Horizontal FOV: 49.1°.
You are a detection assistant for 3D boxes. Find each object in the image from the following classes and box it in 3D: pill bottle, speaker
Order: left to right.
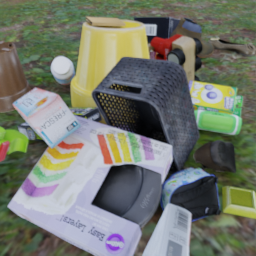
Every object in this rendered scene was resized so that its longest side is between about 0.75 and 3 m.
[{"bbox_3d":[-2.420,-2.133,10.413,0.814,0.814,1.496,-6,-1,-8],"label":"pill bottle"},{"bbox_3d":[2.613,-0.170,8.361,1.362,0.602,0.602,10,37,9],"label":"speaker"}]

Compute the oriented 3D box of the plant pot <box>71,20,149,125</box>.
[{"bbox_3d":[-0.437,-1.935,9.030,2.898,2.726,2.898,2,28,-1],"label":"plant pot"}]

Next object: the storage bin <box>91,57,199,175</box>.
[{"bbox_3d":[0.518,-0.240,6.703,1.769,2.617,1.227,15,58,34],"label":"storage bin"}]

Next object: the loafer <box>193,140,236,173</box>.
[{"bbox_3d":[2.118,0.679,6.776,0.713,1.997,0.729,-9,70,31],"label":"loafer"}]

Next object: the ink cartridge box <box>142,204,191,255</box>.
[{"bbox_3d":[0.333,2.182,3.911,0.451,1.800,1.460,21,18,8],"label":"ink cartridge box"}]

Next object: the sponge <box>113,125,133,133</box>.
[{"bbox_3d":[-0.764,-0.088,8.786,1.116,0.298,2.000,-20,40,-22],"label":"sponge"}]

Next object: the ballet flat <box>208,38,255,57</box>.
[{"bbox_3d":[5.264,-4.254,14.300,0.857,0.589,2.542,-30,46,-35],"label":"ballet flat"}]

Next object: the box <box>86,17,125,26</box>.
[{"bbox_3d":[-0.683,-3.173,8.371,1.016,0.108,0.830,-5,32,-20],"label":"box"}]

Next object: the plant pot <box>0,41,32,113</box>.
[{"bbox_3d":[-4.553,-1.894,9.886,2.001,1.981,2.001,0,35,0],"label":"plant pot"}]

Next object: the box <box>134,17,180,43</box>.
[{"bbox_3d":[1.574,-4.923,14.189,1.963,1.210,1.947,13,22,29],"label":"box"}]

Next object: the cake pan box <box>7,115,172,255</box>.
[{"bbox_3d":[-0.653,1.156,5.888,2.738,0.716,2.521,18,62,21],"label":"cake pan box"}]

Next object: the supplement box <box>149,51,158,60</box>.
[{"bbox_3d":[1.324,-3.614,13.345,1.225,0.676,0.525,0,36,-1],"label":"supplement box"}]

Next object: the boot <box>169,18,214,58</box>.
[{"bbox_3d":[3.212,-4.171,13.013,3.000,1.454,1.121,-6,47,-35],"label":"boot"}]

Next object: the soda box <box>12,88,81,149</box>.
[{"bbox_3d":[-1.981,-0.324,6.474,0.775,0.834,2.438,-40,26,-15],"label":"soda box"}]

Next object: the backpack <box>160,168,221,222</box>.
[{"bbox_3d":[1.271,1.473,6.082,1.158,1.059,0.851,-15,16,-18],"label":"backpack"}]

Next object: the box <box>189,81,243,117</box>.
[{"bbox_3d":[2.731,-0.895,8.933,1.757,0.425,1.031,12,57,13],"label":"box"}]

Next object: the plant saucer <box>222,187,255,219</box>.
[{"bbox_3d":[2.606,1.669,6.490,0.785,0.188,0.784,9,37,11],"label":"plant saucer"}]

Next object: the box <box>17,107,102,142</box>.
[{"bbox_3d":[-1.996,-0.134,8.123,1.973,0.437,1.580,3,26,40],"label":"box"}]

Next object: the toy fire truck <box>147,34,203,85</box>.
[{"bbox_3d":[1.140,-2.229,10.114,1.619,2.215,2.517,-36,48,-26],"label":"toy fire truck"}]

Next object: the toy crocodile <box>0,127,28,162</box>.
[{"bbox_3d":[-3.133,0.480,5.782,0.866,0.947,2.805,22,6,9],"label":"toy crocodile"}]
